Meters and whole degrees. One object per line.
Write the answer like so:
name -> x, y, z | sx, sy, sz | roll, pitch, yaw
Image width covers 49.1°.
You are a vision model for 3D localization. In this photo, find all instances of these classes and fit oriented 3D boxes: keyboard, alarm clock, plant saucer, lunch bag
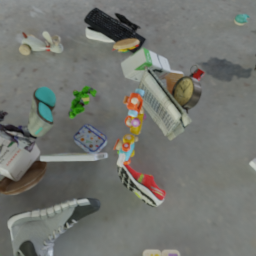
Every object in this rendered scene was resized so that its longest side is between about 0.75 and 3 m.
keyboard -> -0.478, -4.755, 13.003 | 2.895, 0.574, 1.507 | 31, 64, -5
alarm clock -> 1.984, -1.289, 9.204 | 0.525, 1.576, 1.063 | 9, 12, -30
plant saucer -> -3.508, 1.717, 9.438 | 1.783, 0.326, 1.783 | -19, 21, 8
lunch bag -> -1.427, 0.404, 10.585 | 1.171, 0.442, 0.938 | 35, 64, 17

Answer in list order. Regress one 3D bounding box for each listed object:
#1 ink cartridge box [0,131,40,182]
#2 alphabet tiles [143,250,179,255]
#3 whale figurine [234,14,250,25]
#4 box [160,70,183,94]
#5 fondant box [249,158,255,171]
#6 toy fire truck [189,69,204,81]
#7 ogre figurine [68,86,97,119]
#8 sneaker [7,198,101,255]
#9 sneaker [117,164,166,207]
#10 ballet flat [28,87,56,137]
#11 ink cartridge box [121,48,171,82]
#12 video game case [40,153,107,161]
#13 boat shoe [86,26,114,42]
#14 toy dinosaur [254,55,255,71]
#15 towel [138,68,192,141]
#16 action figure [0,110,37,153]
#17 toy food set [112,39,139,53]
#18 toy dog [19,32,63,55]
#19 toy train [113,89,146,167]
ink cartridge box -> -4.368, 0.850, 9.969 | 1.907, 0.804, 1.393 | 20, 57, 18
alphabet tiles -> 0.991, 4.816, 8.182 | 2.270, 0.169, 2.321 | 2, 60, 1
whale figurine -> 5.721, -5.500, 13.982 | 0.850, 0.441, 0.676 | -33, 65, -17
box -> 1.584, -1.629, 11.085 | 0.951, 1.249, 0.664 | 8, 17, 2
fondant box -> 5.029, 1.253, 10.173 | 0.983, 0.286, 0.709 | -32, 65, -18
toy fire truck -> 2.416, -1.701, 10.399 | 0.319, 0.923, 1.309 | 37, 46, 13
ogre figurine -> -1.558, -0.922, 9.306 | 0.608, 1.240, 0.743 | 13, 29, -26
sneaker -> -2.168, 3.286, 8.651 | 2.977, 1.117, 1.719 | -15, 65, 3
sneaker -> 0.443, 1.851, 9.693 | 1.986, 0.765, 0.843 | 42, 54, 15
ballet flat -> -2.875, -0.571, 9.092 | 0.815, 0.862, 2.558 | -47, 29, 14
ink cartridge box -> 0.660, -2.143, 10.026 | 1.478, 1.084, 0.614 | 7, 63, -47
video game case -> -1.736, 0.958, 9.299 | 1.766, 1.608, 0.195 | -2, 87, 10
boat shoe -> -1.184, -4.560, 13.354 | 1.712, 0.587, 0.616 | 13, 61, 7
toy dinosaur -> 6.198, -2.912, 12.427 | 1.108, 0.597, 2.514 | 11, 59, -11
towel -> 1.090, -0.670, 9.762 | 0.400, 2.231, 2.317 | -34, 80, -17
action figure -> -4.080, 0.062, 9.194 | 2.141, 0.743, 1.393 | 17, 51, -17
toy food set -> -0.076, -2.643, 8.968 | 0.874, 0.215, 0.883 | -29, 33, -25
toy dog -> -4.047, -3.945, 12.790 | 1.966, 0.947, 1.297 | -12, 61, -7
toy train -> -0.053, -0.005, 8.895 | 0.667, 1.802, 2.399 | 17, 88, 16
